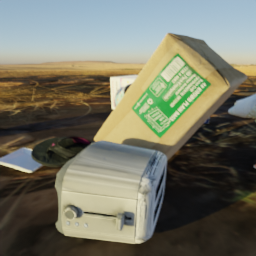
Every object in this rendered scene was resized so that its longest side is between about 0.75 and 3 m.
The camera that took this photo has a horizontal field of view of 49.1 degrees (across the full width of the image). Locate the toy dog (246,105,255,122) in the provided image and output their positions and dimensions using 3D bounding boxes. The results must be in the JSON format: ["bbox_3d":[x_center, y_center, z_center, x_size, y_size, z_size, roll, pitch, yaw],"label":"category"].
[{"bbox_3d":[5.172,-0.472,10.813,0.900,0.628,0.872,41,-1,20],"label":"toy dog"}]

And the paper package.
[{"bbox_3d":[0.972,-0.438,6.192,1.451,2.804,2.673,45,29,11],"label":"paper package"}]

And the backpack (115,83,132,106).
[{"bbox_3d":[0.418,-0.969,10.930,1.833,1.628,1.380,-25,-9,-43],"label":"backpack"}]

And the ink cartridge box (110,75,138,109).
[{"bbox_3d":[0.326,-1.666,13.742,1.630,1.673,2.603,-11,17,-34],"label":"ink cartridge box"}]

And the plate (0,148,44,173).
[{"bbox_3d":[-2.426,0.797,6.733,0.990,0.160,0.988,13,18,15],"label":"plate"}]

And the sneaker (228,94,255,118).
[{"bbox_3d":[5.674,-1.087,13.008,2.903,1.092,1.284,-15,9,-43],"label":"sneaker"}]

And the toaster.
[{"bbox_3d":[-0.145,0.917,4.453,1.329,1.169,2.057,8,15,13],"label":"toaster"}]

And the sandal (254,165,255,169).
[{"bbox_3d":[3.417,0.828,6.567,0.978,0.280,0.375,-2,14,-9],"label":"sandal"}]

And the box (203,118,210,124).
[{"bbox_3d":[2.787,-0.341,11.153,0.852,0.274,0.299,-2,36,-6],"label":"box"}]

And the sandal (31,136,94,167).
[{"bbox_3d":[-1.222,0.478,6.724,2.124,0.508,0.799,1,47,-11],"label":"sandal"}]
